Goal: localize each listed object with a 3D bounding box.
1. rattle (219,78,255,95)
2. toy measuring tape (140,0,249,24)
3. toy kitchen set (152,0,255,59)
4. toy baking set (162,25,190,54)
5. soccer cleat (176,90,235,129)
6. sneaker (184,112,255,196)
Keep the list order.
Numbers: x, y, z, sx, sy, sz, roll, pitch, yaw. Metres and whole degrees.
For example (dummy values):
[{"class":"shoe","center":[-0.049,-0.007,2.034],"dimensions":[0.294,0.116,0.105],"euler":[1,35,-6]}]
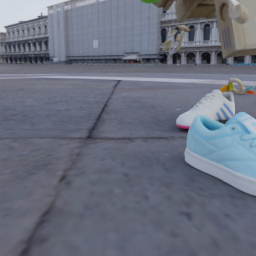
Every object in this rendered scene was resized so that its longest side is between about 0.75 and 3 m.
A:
[{"class":"rattle","center":[5.721,-1.966,14.710],"dimensions":[1.026,0.935,1.437],"euler":[-25,53,-34]},{"class":"toy measuring tape","center":[0.677,-2.398,4.791],"dimensions":[1.094,1.094,2.974],"euler":[-11,56,-39]},{"class":"toy kitchen set","center":[1.815,-2.777,7.249],"dimensions":[2.283,2.524,2.798],"euler":[-8,-2,-10]},{"class":"toy baking set","center":[1.769,-3.192,10.149],"dimensions":[0.172,1.136,1.480],"euler":[30,12,-26]},{"class":"soccer cleat","center":[2.016,-0.503,7.263],"dimensions":[2.174,0.939,0.760],"euler":[-12,18,-40]},{"class":"sneaker","center":[1.669,0.287,3.839],"dimensions":[0.843,0.934,2.280],"euler":[-11,17,-37]}]
